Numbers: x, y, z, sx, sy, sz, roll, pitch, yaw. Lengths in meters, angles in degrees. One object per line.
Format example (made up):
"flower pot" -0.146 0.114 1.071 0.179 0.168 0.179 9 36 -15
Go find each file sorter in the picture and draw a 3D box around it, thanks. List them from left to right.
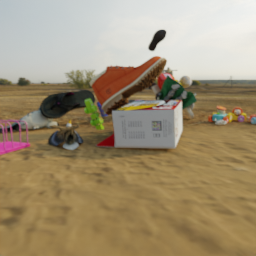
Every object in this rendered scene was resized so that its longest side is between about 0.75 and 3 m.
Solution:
"file sorter" -3.368 0.214 7.429 0.840 0.758 1.208 3 9 21

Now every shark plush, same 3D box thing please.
"shark plush" -3.741 -0.090 10.832 0.999 1.089 2.397 -19 15 42

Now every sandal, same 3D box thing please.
"sandal" -2.368 -1.118 11.288 2.587 0.973 0.619 -26 -7 -42
"sandal" 0.953 -2.994 9.462 0.369 0.208 0.971 26 -34 -16

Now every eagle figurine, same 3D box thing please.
"eagle figurine" -1.733 0.219 8.000 0.928 0.923 1.223 39 -27 -1

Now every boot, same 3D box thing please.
"boot" -0.036 -1.899 10.044 2.863 1.535 1.074 -35 -16 4

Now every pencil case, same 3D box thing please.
"pencil case" -1.149 -0.826 12.501 0.341 0.874 0.380 31 64 29

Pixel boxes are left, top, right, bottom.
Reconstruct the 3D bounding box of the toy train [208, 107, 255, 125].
"toy train" 4.991 -0.583 12.696 2.552 0.710 1.917 -1 9 -9

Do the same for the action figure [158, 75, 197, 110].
"action figure" 1.398 -0.743 10.467 0.626 1.352 2.289 -39 -10 -36

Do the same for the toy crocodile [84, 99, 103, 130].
"toy crocodile" -1.206 -0.468 10.047 0.420 1.244 0.384 -18 14 29

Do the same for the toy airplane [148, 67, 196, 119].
"toy airplane" 2.550 -1.911 14.760 1.965 2.784 2.772 -38 9 15

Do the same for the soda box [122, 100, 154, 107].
"soda box" 0.990 -0.985 14.590 2.564 0.907 0.812 4 12 19

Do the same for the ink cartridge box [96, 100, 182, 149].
"ink cartridge box" 0.437 -0.189 8.576 2.258 1.079 2.572 -1 10 14
